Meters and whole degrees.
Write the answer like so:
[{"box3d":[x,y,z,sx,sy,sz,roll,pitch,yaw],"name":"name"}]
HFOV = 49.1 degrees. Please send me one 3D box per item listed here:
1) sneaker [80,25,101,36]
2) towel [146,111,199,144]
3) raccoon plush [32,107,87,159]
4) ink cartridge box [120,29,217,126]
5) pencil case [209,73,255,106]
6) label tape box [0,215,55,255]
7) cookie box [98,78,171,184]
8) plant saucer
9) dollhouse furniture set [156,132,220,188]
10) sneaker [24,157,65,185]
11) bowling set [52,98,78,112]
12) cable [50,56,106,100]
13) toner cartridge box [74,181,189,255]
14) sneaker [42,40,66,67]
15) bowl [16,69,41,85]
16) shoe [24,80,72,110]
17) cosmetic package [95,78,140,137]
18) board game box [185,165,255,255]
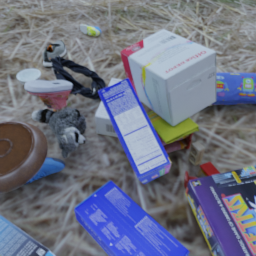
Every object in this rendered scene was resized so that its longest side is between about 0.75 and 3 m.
[{"box3d":[-1.883,-5.019,14.397,1.192,0.452,0.626,31,38,21],"name":"sneaker"},{"box3d":[1.207,-0.175,8.369,1.008,0.212,2.343,-27,23,-1],"name":"towel"},{"box3d":[-2.205,0.192,8.479,2.089,1.011,1.400,-2,39,22],"name":"raccoon plush"},{"box3d":[1.170,-1.510,8.119,1.667,1.659,2.294,-30,42,-14],"name":"ink cartridge box"},{"box3d":[3.660,-1.336,9.872,2.901,1.132,1.260,0,72,0],"name":"pencil case"},{"box3d":[-2.502,2.934,5.761,2.027,0.670,1.452,25,49,21],"name":"label tape box"},{"box3d":[0.202,0.194,7.110,0.853,1.943,2.271,-25,75,-1],"name":"cookie box"},{"box3d":[-2.919,0.554,6.552,2.022,0.348,2.022,-2,51,3],"name":"plant saucer"},{"box3d":[1.576,0.755,7.901,1.142,0.863,2.122,-18,46,-18],"name":"dollhouse furniture set"},{"box3d":[-2.603,1.257,7.579,1.799,0.593,0.705,-7,50,-1],"name":"sneaker"},{"box3d":[-2.238,-0.724,9.610,0.988,0.688,0.531,5,38,10],"name":"bowling set"},{"box3d":[-1.855,-1.972,10.432,1.920,0.598,2.354,-9,49,-45],"name":"cable"},{"box3d":[0.002,2.415,6.375,1.197,0.544,2.520,-32,52,-30],"name":"toner cartridge box"},{"box3d":[-3.265,-3.456,12.450,0.705,0.756,1.908,4,42,6],"name":"sneaker"},{"box3d":[-3.878,-1.929,11.068,0.931,0.419,0.931,0,43,0],"name":"bowl"},{"box3d":[-2.441,-0.972,8.607,0.671,0.854,1.878,25,19,19],"name":"shoe"},{"box3d":[-0.268,-0.698,9.422,1.184,0.851,2.097,9,46,5],"name":"cosmetic package"},{"box3d":[2.707,2.118,6.240,2.029,0.696,2.454,-10,48,-12],"name":"board game box"}]
